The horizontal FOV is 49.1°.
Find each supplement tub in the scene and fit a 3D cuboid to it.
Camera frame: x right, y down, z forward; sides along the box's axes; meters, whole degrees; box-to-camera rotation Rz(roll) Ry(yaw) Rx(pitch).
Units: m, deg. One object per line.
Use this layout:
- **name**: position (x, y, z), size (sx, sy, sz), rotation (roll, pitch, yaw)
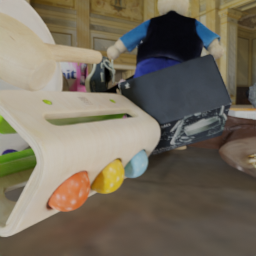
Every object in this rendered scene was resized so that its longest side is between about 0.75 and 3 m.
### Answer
- **supplement tub**: position (-2.693, -0.702, 3.958), size (2.972, 2.146, 2.146), rotation (2, 6, 31)

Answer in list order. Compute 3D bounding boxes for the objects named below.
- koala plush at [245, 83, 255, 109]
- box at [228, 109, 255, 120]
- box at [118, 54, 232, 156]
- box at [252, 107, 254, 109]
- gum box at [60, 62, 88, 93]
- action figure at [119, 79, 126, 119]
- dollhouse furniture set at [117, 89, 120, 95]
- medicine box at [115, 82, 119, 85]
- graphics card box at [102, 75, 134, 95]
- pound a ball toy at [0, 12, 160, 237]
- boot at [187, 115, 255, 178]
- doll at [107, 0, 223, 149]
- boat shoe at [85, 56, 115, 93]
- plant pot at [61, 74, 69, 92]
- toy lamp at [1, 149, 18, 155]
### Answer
- **koala plush**: position (3.755, -0.788, 6.753), size (2.089, 2.016, 2.273), rotation (17, 13, 42)
- **box**: position (2.688, -0.053, 5.543), size (1.298, 0.633, 0.807), rotation (1, 7, 8)
- **box**: position (0.599, -0.215, 3.595), size (1.139, 0.706, 1.119), rotation (-17, -24, 7)
- **box**: position (4.739, -0.532, 8.721), size (1.475, 0.943, 0.804), rotation (-2, 9, -17)
- **gum box**: position (-2.618, -1.993, 10.461), size (2.424, 1.375, 0.801), rotation (2, 6, 23)
- **action figure**: position (0.598, -0.319, 6.038), size (2.419, 1.801, 1.620), rotation (-25, 1, 31)
- **dollhouse furniture set**: position (-0.554, -0.280, 5.850), size (1.083, 0.558, 1.071), rotation (-35, 27, 13)
- **medicine box**: position (0.337, -1.443, 14.017), size (1.889, 1.721, 0.972), rotation (5, 7, 39)
- **graphics card box**: position (-0.056, -0.923, 9.146), size (2.806, 0.714, 1.760), rotation (-22, -10, 37)
- **pound a ball toy**: position (-0.302, 0.045, 2.097), size (0.788, 1.209, 1.854), rotation (41, 22, 19)
- **boot**: position (1.273, 0.177, 3.820), size (1.886, 0.650, 2.023), rotation (-1, 10, 19)
- **doll**: position (0.583, -1.156, 4.799), size (1.966, 2.881, 0.698), rotation (8, -14, 13)
- **boat shoe**: position (-0.881, -1.899, 9.924), size (0.773, 0.936, 2.500), rotation (-5, 31, 12)
- **plant pot**: position (-2.312, -0.780, 8.218), size (1.662, 1.662, 1.442), rotation (-5, 41, -41)
- **toy lamp**: position (-0.989, 0.319, 3.501), size (0.349, 0.349, 1.198), rotation (3, 8, 29)
